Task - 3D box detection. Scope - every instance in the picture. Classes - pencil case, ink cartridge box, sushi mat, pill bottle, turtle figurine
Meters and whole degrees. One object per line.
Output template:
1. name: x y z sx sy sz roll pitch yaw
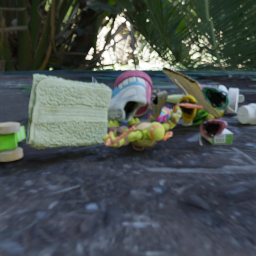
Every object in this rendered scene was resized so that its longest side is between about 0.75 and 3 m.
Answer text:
1. pencil case: 1.190 -0.423 10.460 0.530 0.530 1.199 9 17 32
2. ink cartridge box: 2.639 0.180 8.480 0.585 0.334 1.126 -1 15 -4
3. sushi mat: 2.032 -1.087 8.867 1.255 0.159 2.623 36 3 37
4. pill bottle: 3.539 -1.238 12.147 2.232 1.223 1.223 7 16 23
5. pill bottle: 4.781 -0.511 10.277 1.382 0.757 0.757 -4 15 -18
6. turtle figurine: 0.468 0.071 7.516 2.828 0.911 2.281 -24 11 -22

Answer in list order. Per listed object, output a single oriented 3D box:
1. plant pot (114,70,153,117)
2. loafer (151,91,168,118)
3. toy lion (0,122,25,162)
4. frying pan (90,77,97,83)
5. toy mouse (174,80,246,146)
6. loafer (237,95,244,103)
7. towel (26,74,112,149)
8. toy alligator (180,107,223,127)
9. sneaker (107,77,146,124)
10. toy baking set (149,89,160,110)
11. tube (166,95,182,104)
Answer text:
1. plant pot: 0.280 -1.338 11.754 1.646 1.646 1.474 -2 45 -6
2. loafer: 0.963 -0.788 9.420 0.383 1.122 0.424 3 43 -19
3. toy lion: -3.972 0.341 7.174 2.659 0.913 2.549 -11 11 -34
4. frying pan: -1.672 -1.347 12.620 0.331 2.036 1.232 5 43 -12
5. toy mouse: 2.232 -0.428 7.397 1.749 1.968 0.381 1 23 36
6. loafer: 5.368 -1.544 14.789 1.591 0.556 0.555 2 8 -24
7. towel: -1.280 -0.315 6.516 0.399 1.623 2.188 11 7 43
8. toy alligator: 2.623 -0.393 10.215 2.457 0.590 0.814 -23 53 -36
9. sneaker: -0.407 -0.497 8.572 2.423 1.050 0.908 -35 -39 31
10. toy baking set: 1.168 -1.376 12.950 0.904 1.178 0.137 -24 22 -5
11. tube: 2.476 -1.529 14.838 0.572 0.511 1.970 36 -13 -33
